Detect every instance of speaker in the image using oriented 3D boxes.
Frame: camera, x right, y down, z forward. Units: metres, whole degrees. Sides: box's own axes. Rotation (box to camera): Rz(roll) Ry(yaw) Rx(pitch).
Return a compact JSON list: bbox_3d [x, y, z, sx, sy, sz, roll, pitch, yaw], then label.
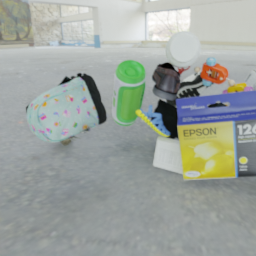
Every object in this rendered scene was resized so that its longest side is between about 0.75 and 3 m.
[{"bbox_3d":[-0.013,-1.020,8.791,0.970,2.194,0.970,3,53,-5],"label":"speaker"}]

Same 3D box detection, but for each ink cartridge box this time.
[{"bbox_3d":[4.252,-0.863,9.535,2.103,2.108,0.428,3,37,-37],"label":"ink cartridge box"},{"bbox_3d":[2.308,0.242,6.922,2.083,2.108,0.495,-6,19,16],"label":"ink cartridge box"}]

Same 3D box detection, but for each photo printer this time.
[{"bbox_3d":[1.308,0.785,7.888,1.112,0.925,0.386,13,20,19],"label":"photo printer"}]

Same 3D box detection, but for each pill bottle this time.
[{"bbox_3d":[1.474,-2.097,7.574,0.919,0.919,1.660,3,12,9],"label":"pill bottle"}]

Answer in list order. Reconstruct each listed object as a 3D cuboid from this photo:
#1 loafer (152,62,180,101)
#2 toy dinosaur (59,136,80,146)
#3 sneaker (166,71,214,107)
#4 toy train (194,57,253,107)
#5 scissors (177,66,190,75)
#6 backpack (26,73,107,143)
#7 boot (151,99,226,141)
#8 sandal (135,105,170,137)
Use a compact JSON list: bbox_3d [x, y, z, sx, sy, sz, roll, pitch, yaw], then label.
[{"bbox_3d":[1.282,-1.649,8.776,0.977,0.856,2.718,16,25,0],"label":"loafer"},{"bbox_3d":[-2.252,0.213,9.646,0.752,1.000,1.955,-30,0,-15],"label":"toy dinosaur"},{"bbox_3d":[2.321,-1.453,10.833,2.488,0.917,0.995,-32,7,-29],"label":"sneaker"},{"bbox_3d":[2.755,-0.911,8.177,1.723,2.294,0.638,27,48,34],"label":"toy train"},{"bbox_3d":[2.098,-2.244,11.793,0.487,0.093,1.331,33,79,33],"label":"scissors"},{"bbox_3d":[-1.502,-0.416,6.674,1.798,1.500,1.138,-27,14,-24],"label":"backpack"},{"bbox_3d":[1.696,-0.254,8.403,1.984,2.422,0.896,33,64,21],"label":"boot"},{"bbox_3d":[0.756,-0.210,7.762,1.137,0.495,0.452,44,1,1],"label":"sandal"}]
